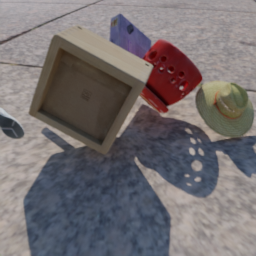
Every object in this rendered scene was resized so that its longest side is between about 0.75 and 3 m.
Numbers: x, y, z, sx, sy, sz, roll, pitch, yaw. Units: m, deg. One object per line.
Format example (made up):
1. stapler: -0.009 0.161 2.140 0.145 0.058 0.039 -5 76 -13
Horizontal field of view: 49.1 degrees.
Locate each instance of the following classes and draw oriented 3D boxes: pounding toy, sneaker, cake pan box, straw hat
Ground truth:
1. pounding toy: -1.236 -1.016 7.871 2.760 2.998 2.131 28 31 -3
2. sneaker: -2.550 -0.194 5.713 0.377 1.071 0.429 -45 20 4
3. cake pan box: 0.125 -2.627 10.004 0.554 2.117 1.949 -13 -21 38
4. straw hat: 3.130 -0.826 8.458 2.086 0.883 2.086 3 63 -7

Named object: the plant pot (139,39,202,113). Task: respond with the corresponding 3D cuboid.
1. plant pot: 1.127 -1.555 9.085 1.778 1.953 1.953 -49 44 4
